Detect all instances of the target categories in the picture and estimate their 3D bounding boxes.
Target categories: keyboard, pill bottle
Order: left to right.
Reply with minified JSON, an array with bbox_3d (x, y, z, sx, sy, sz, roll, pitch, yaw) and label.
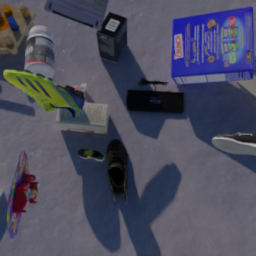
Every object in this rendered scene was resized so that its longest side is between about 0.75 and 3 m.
[{"bbox_3d":[-2.856,-2.444,9.104,0.902,0.902,1.583,-5,66,-2],"label":"pill bottle"},{"bbox_3d":[1.017,-1.212,10.508,2.161,0.223,1.373,4,73,1],"label":"keyboard"}]

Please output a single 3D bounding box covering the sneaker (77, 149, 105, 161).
[{"bbox_3d":[-1.257,0.858,9.497,0.956,0.405,0.356,9,66,4],"label":"sneaker"}]

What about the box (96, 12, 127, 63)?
[{"bbox_3d":[-0.594,-3.444,10.786,0.784,1.465,1.087,22,68,9],"label":"box"}]

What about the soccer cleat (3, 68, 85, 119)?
[{"bbox_3d":[-1.814,-0.723,6.100,1.815,0.587,0.759,20,93,-27],"label":"soccer cleat"}]

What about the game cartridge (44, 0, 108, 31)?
[{"bbox_3d":[-1.640,-4.007,9.098,1.853,0.356,1.201,17,69,-14],"label":"game cartridge"}]

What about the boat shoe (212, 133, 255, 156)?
[{"bbox_3d":[2.837,0.346,6.876,1.485,0.549,0.448,6,53,37],"label":"boat shoe"}]

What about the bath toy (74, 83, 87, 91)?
[{"bbox_3d":[-1.975,-1.415,10.526,0.925,0.342,0.402,-22,68,-8],"label":"bath toy"}]

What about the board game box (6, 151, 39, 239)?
[{"bbox_3d":[-2.012,1.298,5.575,0.329,1.334,1.688,4,43,-9],"label":"board game box"}]

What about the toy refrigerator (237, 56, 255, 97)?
[{"bbox_3d":[5.523,-1.392,10.136,1.112,1.025,2.928,-39,71,-15],"label":"toy refrigerator"}]

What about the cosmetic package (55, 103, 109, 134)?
[{"bbox_3d":[-1.568,-0.360,9.840,1.713,0.747,0.885,6,67,2],"label":"cosmetic package"}]

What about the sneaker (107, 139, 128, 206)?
[{"bbox_3d":[-0.323,1.302,8.854,0.703,1.221,2.342,-3,67,-2],"label":"sneaker"}]

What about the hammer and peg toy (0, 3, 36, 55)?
[{"bbox_3d":[-5.170,-3.738,11.169,2.161,1.036,2.938,17,68,5],"label":"hammer and peg toy"}]

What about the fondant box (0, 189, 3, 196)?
[{"bbox_3d":[-4.905,2.193,8.912,1.419,0.413,1.024,17,68,8],"label":"fondant box"}]

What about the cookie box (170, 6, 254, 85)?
[{"bbox_3d":[3.003,-2.876,10.102,2.763,1.038,2.364,0,78,21],"label":"cookie box"}]
